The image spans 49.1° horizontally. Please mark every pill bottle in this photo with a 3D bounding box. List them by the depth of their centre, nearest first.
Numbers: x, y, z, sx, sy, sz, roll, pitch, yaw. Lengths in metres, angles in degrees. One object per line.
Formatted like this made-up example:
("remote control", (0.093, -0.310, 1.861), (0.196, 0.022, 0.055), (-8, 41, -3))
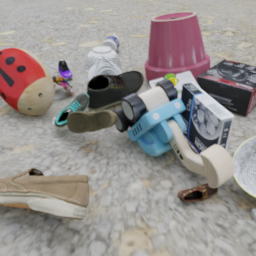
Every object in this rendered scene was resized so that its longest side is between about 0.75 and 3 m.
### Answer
("pill bottle", (-0.917, -4.534, 15.221), (0.850, 0.850, 1.530), (4, 33, 7))

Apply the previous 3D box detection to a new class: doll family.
("doll family", (-2.585, -1.749, 10.879), (1.395, 0.866, 0.629), (18, 78, 20))

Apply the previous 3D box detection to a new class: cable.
("cable", (-0.838, -1.763, 10.420), (1.418, 1.418, 0.491), (30, -16, -23))

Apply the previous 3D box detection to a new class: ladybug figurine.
("ladybug figurine", (-3.690, -1.600, 9.338), (2.833, 1.923, 1.019), (41, 15, 15))

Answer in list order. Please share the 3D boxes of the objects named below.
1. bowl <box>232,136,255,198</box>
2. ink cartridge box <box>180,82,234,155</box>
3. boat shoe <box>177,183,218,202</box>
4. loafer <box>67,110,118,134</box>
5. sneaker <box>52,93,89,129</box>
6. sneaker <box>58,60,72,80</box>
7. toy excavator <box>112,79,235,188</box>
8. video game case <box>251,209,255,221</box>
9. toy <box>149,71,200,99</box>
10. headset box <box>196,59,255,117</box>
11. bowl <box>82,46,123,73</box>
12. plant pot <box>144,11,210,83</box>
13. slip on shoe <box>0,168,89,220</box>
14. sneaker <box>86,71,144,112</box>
("bowl", (3.259, 1.029, 6.259), (1.721, 0.808, 1.721), (-13, 49, 16))
("ink cartridge box", (1.835, 0.071, 7.067), (0.405, 1.867, 1.849), (-13, 36, -14))
("boat shoe", (1.588, 1.473, 6.234), (0.961, 0.338, 0.338), (-12, 1, -12))
("loafer", (-0.987, -0.157, 7.733), (1.685, 0.640, 0.568), (0, -2, 33))
("sneaker", (-1.699, -0.500, 8.459), (1.405, 0.545, 0.641), (-48, 7, -7))
("sneaker", (-2.842, -2.602, 12.357), (0.476, 0.681, 1.370), (-15, 35, -22))
("toy excavator", (1.110, 0.212, 7.209), (1.450, 2.822, 2.902), (-27, 83, -24))
("video game case", (3.263, 1.996, 5.721), (1.175, 0.106, 0.841), (-1, 33, -1))
("toy", (1.799, -0.789, 9.415), (1.554, 0.637, 2.700), (-14, 50, -2))
("headset box", (3.872, -1.536, 10.360), (2.003, 1.040, 2.692), (23, 40, 32))
("bowl", (-1.221, -3.277, 13.203), (1.957, 0.918, 1.957), (-1, 33, 0))
("plant pot", (1.937, -3.285, 11.421), (2.754, 2.465, 2.754), (-7, 29, 4))
("slip on shoe", (-2.000, 1.220, 5.664), (2.696, 1.025, 0.817), (2, 73, 26))
("sneaker", (-0.346, -1.467, 9.528), (2.409, 1.280, 0.901), (-32, 75, -21))
